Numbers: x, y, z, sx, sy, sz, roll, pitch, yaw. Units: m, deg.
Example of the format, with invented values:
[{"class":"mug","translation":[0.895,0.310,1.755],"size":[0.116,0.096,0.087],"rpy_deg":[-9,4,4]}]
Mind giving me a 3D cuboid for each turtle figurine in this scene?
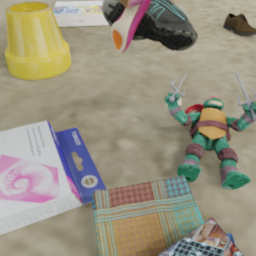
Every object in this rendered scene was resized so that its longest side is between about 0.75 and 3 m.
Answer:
[{"class":"turtle figurine","translation":[1.611,-0.062,5.332],"size":[1.764,1.186,2.357],"rpy_deg":[-3,52,21]}]

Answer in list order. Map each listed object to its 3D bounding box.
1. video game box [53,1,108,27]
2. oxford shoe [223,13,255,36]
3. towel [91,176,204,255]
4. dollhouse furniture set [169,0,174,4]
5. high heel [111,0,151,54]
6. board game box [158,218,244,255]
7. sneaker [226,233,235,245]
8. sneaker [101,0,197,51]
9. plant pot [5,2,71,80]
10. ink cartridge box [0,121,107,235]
[{"class":"video game box","translation":[-2.016,-4.955,12.082],"size":[2.339,0.548,2.131],"rpy_deg":[-3,36,-4]},{"class":"oxford shoe","translation":[4.314,-3.993,10.749],"size":[0.592,0.687,1.628],"rpy_deg":[-18,43,-24]},{"class":"towel","translation":[0.382,1.623,3.576],"size":[1.506,0.223,2.054],"rpy_deg":[-8,52,-10]},{"class":"dollhouse furniture set","translation":[-0.475,-3.919,6.967],"size":[2.637,2.260,2.773],"rpy_deg":[24,34,24]},{"class":"high heel","translation":[0.083,-1.468,3.744],"size":[0.521,1.087,0.366],"rpy_deg":[-31,66,-24]},{"class":"board game box","translation":[0.474,2.153,2.748],"size":[2.288,0.396,1.550],"rpy_deg":[-24,55,-22]},{"class":"sneaker","translation":[1.271,1.792,3.727],"size":[0.298,0.268,0.765],"rpy_deg":[-18,41,30]},{"class":"sneaker","translation":[0.333,-1.699,4.346],"size":[1.635,0.617,0.648],"rpy_deg":[10,64,-30]},{"class":"plant pot","translation":[-2.692,-2.573,8.067],"size":[1.859,1.749,1.859],"rpy_deg":[-1,38,1]},{"class":"ink cartridge box","translation":[-1.694,0.679,4.967],"size":[2.147,0.465,2.108],"rpy_deg":[-17,41,-18]}]
